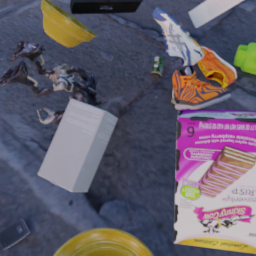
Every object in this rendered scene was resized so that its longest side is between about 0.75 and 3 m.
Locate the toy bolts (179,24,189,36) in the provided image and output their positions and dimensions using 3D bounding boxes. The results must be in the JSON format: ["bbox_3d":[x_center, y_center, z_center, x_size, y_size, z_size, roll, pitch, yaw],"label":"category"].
[{"bbox_3d":[2.632,-4.331,13.216,0.701,0.966,1.011,2,73,-6],"label":"toy bolts"}]

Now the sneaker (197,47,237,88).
[{"bbox_3d":[3.467,-2.687,12.015,0.954,0.903,2.474,-37,59,-11],"label":"sneaker"}]

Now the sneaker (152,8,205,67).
[{"bbox_3d":[1.569,-3.002,9.657,2.366,1.043,0.891,41,23,-17],"label":"sneaker"}]

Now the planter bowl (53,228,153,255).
[{"bbox_3d":[-0.587,4.131,6.878,3.000,1.250,3.000,-2,60,3],"label":"planter bowl"}]

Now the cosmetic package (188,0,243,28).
[{"bbox_3d":[3.134,-4.285,9.687,0.954,1.877,0.695,-41,106,-43],"label":"cosmetic package"}]

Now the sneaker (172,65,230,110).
[{"bbox_3d":[1.776,-1.140,7.560,0.819,2.112,1.183,-20,98,-24],"label":"sneaker"}]

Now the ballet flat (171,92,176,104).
[{"bbox_3d":[2.177,-1.619,11.471,0.632,0.569,1.679,15,58,24],"label":"ballet flat"}]

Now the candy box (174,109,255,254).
[{"bbox_3d":[2.052,1.142,6.135,2.031,2.979,0.909,2,15,13],"label":"candy box"}]

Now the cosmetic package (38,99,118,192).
[{"bbox_3d":[-1.167,0.431,6.655,1.061,0.895,1.986,23,88,22],"label":"cosmetic package"}]

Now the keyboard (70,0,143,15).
[{"bbox_3d":[-0.721,-4.424,9.786,2.548,1.619,0.262,-9,90,-17],"label":"keyboard"}]

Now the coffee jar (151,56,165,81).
[{"bbox_3d":[0.998,-1.991,9.438,0.323,0.395,0.758,8,78,30],"label":"coffee jar"}]

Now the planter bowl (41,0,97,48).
[{"bbox_3d":[-2.295,-3.534,9.975,2.239,2.239,0.932,44,106,26],"label":"planter bowl"}]

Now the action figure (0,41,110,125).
[{"bbox_3d":[-1.880,-1.070,7.752,1.521,2.981,1.771,-13,59,37],"label":"action figure"}]

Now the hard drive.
[{"bbox_3d":[-3.371,3.146,8.289,0.831,0.176,0.560,-32,61,-20],"label":"hard drive"}]

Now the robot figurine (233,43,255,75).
[{"bbox_3d":[5.659,-2.869,11.902,2.116,1.224,1.857,18,44,13],"label":"robot figurine"}]
